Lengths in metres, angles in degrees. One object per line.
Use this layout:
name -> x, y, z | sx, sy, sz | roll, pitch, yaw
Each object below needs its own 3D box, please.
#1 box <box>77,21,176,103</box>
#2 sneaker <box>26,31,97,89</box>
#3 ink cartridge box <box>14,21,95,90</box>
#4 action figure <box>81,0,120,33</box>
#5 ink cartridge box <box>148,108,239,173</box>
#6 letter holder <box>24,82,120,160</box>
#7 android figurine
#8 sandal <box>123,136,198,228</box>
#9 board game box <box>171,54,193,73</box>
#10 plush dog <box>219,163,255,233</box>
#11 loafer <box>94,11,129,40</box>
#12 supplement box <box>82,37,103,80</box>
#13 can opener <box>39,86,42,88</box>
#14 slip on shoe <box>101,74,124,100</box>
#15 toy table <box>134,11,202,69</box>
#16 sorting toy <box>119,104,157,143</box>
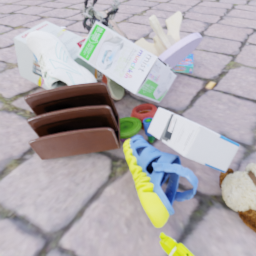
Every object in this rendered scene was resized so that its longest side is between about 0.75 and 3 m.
box -> 0.106, -1.916, 8.653 | 2.198, 1.205, 2.491 | 36, 11, 17
sneaker -> -2.051, -1.731, 7.922 | 2.608, 0.917, 1.045 | 44, 52, 5
ink cartridge box -> -2.513, -2.387, 9.868 | 2.260, 1.635, 1.642 | 28, 49, 13
action figure -> -1.057, -3.913, 9.451 | 1.385, 2.331, 1.189 | -41, 21, -32
ink cartridge box -> 1.342, 0.218, 6.099 | 1.178, 0.686, 1.630 | 23, 7, -27
letter holder -> -1.374, -0.157, 6.805 | 2.094, 1.488, 1.053 | -9, 52, 8
android figurine -> 0.875, 2.157, 4.721 | 0.192, 0.853, 0.937 | -39, 63, -20
sandal -> 0.638, 0.916, 5.995 | 1.148, 1.048, 2.638 | -27, 30, 0
board game box -> 2.228, -2.805, 11.972 | 1.081, 0.320, 1.422 | 6, 37, 8
plush dog -> 2.751, 1.256, 5.857 | 1.547, 1.446, 1.802 | -26, 38, 5
loafer -> -0.440, -3.854, 11.770 | 0.854, 0.977, 2.717 | -36, 87, -32
supplement box -> -1.446, -2.860, 11.340 | 0.682, 1.169, 1.854 | -10, 38, -16
can opener -> -2.830, -1.884, 10.650 | 1.208, 0.318, 0.401 | -29, 27, -27
slip on shoe -> -0.593, -1.460, 9.990 | 0.649, 0.536, 1.752 | 17, 30, -30
toy table -> 1.344, -3.121, 10.566 | 2.494, 2.293, 1.461 | -33, 80, -6
sorting toy -> 0.306, 0.011, 7.937 | 1.059, 0.723, 1.763 | 17, 42, 37
